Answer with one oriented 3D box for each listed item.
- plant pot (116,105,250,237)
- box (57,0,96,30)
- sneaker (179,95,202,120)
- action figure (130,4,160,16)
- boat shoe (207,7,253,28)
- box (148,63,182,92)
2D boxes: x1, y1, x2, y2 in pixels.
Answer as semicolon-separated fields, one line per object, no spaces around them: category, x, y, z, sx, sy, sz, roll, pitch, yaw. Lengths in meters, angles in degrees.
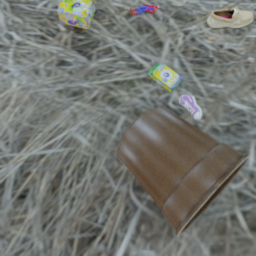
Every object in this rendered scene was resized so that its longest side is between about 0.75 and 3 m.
plant pot;1.243;0.892;7.305;2.595;2.595;2.569;-40;65;-16
box;-1.886;-4.409;10.389;1.122;0.684;1.080;14;73;2
sneaker;1.484;-0.505;6.874;0.440;0.280;0.773;7;43;-26
action figure;0.667;-4.589;10.798;1.151;0.297;0.377;-11;64;-8
boat shoe;3.859;-4.135;10.400;1.765;0.610;0.651;-9;67;-4
box;1.244;-1.772;9.573;1.071;0.259;0.629;38;71;17
